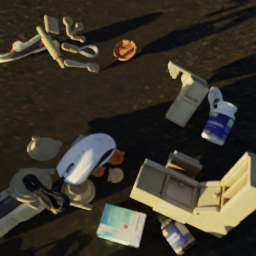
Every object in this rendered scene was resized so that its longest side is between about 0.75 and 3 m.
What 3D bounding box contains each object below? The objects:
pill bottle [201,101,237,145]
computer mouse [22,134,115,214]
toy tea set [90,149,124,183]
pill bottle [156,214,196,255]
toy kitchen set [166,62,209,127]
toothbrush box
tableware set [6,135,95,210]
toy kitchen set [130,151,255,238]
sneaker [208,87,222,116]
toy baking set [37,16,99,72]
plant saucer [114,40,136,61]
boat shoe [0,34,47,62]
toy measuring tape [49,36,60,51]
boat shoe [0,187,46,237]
[{"bbox_3d":[2.651,-0.145,8.093,0.668,0.668,1.154,24,88,14],"label":"pill bottle"},{"bbox_3d":[-1.260,0.855,6.651,1.266,0.506,2.308,34,64,25],"label":"computer mouse"},{"bbox_3d":[-0.805,0.930,7.654,1.505,0.557,0.895,16,85,-17],"label":"toy tea set"},{"bbox_3d":[1.133,2.513,6.791,0.544,0.544,0.973,-31,63,-17],"label":"pill bottle"},{"bbox_3d":[1.525,-1.139,8.800,1.262,1.396,1.547,29,22,-4],"label":"toy kitchen set"},{"bbox_3d":[-0.153,2.416,6.911,1.035,0.441,0.758,15,61,7],"label":"toothbrush box"},{"bbox_3d":[-1.781,1.059,7.459,2.171,0.302,2.599,11,44,-4],"label":"tableware set"},{"bbox_3d":[1.636,0.891,6.598,2.323,2.096,1.895,24,45,3],"label":"toy kitchen set"},{"bbox_3d":[2.781,-0.871,8.831,0.455,0.479,1.190,-2,57,11],"label":"sneaker"},{"bbox_3d":[-1.866,-2.747,9.241,1.743,0.264,2.271,-34,98,-36],"label":"toy baking set"},{"bbox_3d":[-0.113,-2.741,9.945,0.796,0.128,0.796,-4,71,13],"label":"plant saucer"},{"bbox_3d":[-3.689,-2.788,9.821,1.777,0.556,0.633,-27,26,-19],"label":"boat shoe"},{"bbox_3d":[-2.756,-3.139,10.277,0.366,0.366,0.994,-26,63,-15],"label":"toy measuring tape"},{"bbox_3d":[-3.238,2.096,6.795,2.788,0.992,0.872,-30,61,-19],"label":"boat shoe"}]
